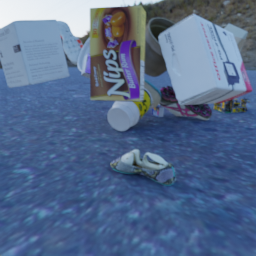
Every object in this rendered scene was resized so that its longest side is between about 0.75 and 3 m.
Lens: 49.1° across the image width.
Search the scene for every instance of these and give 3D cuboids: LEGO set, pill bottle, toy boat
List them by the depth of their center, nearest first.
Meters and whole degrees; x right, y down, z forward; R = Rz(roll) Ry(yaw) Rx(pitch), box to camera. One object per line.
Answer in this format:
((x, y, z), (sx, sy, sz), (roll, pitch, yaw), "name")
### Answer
((0.087, -0.835, 12.140), (1.284, 1.284, 2.247), (8, 31, 25), "pill bottle")
((0.665, -1.699, 13.975), (2.079, 2.474, 1.150), (38, 68, 5), "toy boat")
((5.513, -1.423, 15.006), (1.773, 1.027, 1.363), (0, 16, 0), "LEGO set")

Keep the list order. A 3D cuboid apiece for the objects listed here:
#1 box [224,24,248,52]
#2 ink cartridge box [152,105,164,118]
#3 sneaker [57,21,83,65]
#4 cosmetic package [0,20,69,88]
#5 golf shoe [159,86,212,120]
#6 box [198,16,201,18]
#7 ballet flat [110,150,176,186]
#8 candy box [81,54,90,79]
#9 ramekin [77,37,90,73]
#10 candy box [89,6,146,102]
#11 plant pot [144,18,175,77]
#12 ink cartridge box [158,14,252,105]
((3.344, -2.677, 10.097), (0.793, 0.969, 2.040), (35, 72, 21), "box")
((1.457, -0.852, 13.941), (0.293, 0.523, 0.766), (-2, 15, -23), "ink cartridge box")
((-2.739, -3.714, 12.742), (0.935, 2.426, 0.993), (-14, -23, -30), "sneaker")
((-3.125, -2.390, 9.109), (1.531, 1.857, 1.532), (2, 19, 43), "cosmetic package")
((2.736, -1.031, 13.620), (2.709, 1.247, 0.983), (28, 55, 17), "golf shoe")
((3.283, -4.600, 13.831), (1.320, 1.275, 0.314), (-32, 18, 20), "box")
((0.369, 0.936, 7.469), (1.995, 0.718, 0.718), (11, 19, 34), "ballet flat")
((-1.130, -2.084, 9.894), (0.914, 0.767, 0.327), (16, -21, -30), "candy box")
((-0.779, -2.987, 11.565), (1.319, 2.514, 2.514), (34, -9, -40), "ramekin")
((-0.274, -1.832, 7.178), (1.340, 2.296, 0.648), (3, 8, 12), "candy box")
((1.260, -3.028, 11.209), (2.014, 1.748, 2.014), (16, 50, -21), "plant pot")
((2.161, -1.685, 7.541), (1.098, 1.885, 2.604), (-22, -9, 39), "ink cartridge box")
